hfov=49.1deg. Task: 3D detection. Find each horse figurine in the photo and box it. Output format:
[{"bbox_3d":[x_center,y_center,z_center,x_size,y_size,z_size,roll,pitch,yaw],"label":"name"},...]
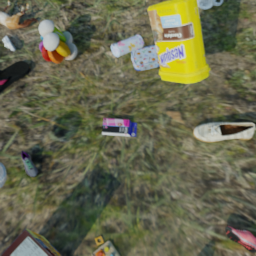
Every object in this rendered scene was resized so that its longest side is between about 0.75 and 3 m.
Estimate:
[{"bbox_3d":[-5.728,-5.352,13.437,2.523,0.630,1.672,19,75,4],"label":"horse figurine"}]

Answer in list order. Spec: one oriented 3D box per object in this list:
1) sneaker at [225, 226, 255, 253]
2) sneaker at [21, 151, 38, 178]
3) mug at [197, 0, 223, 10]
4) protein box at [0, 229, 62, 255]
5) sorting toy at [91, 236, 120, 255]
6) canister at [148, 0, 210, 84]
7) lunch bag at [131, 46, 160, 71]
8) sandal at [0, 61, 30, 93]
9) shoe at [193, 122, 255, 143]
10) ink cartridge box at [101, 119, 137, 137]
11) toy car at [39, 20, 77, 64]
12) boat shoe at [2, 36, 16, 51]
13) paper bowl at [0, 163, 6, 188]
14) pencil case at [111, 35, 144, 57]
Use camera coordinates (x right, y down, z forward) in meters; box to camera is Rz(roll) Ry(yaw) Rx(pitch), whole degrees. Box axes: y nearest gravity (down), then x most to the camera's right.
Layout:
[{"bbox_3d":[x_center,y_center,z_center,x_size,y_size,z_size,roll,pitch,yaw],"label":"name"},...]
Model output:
[{"bbox_3d":[3.646,3.462,8.950,1.154,0.425,0.500,34,54,12],"label":"sneaker"},{"bbox_3d":[-3.586,1.305,10.016,0.381,0.448,1.023,-31,66,-15],"label":"sneaker"},{"bbox_3d":[4.035,-6.614,13.945,1.558,1.151,1.366,12,68,-16],"label":"mug"},{"bbox_3d":[-2.865,4.026,7.804,1.198,1.763,1.775,36,68,18],"label":"protein box"},{"bbox_3d":[-0.696,3.987,8.735,0.704,0.170,1.250,-34,67,-17],"label":"sorting toy"},{"bbox_3d":[1.597,-2.785,9.014,1.045,2.415,1.794,-29,28,-25],"label":"canister"},{"bbox_3d":[0.826,-3.104,12.360,1.337,0.505,1.071,-13,60,-6],"label":"lunch bag"},{"bbox_3d":[-5.474,-2.025,11.683,1.083,0.650,2.884,40,69,19],"label":"sandal"},{"bbox_3d":[3.621,0.078,10.576,2.303,0.615,0.805,-2,62,-1],"label":"shoe"},{"bbox_3d":[-0.333,-0.008,10.857,1.328,0.246,0.629,5,62,0],"label":"ink cartridge box"},{"bbox_3d":[-3.247,-3.615,12.250,1.376,1.606,1.836,-36,62,23],"label":"toy car"},{"bbox_3d":[-5.476,-3.784,12.842,0.345,0.380,1.033,-36,58,0],"label":"boat shoe"},{"bbox_3d":[-4.075,1.358,8.136,0.977,0.508,0.977,10,52,-12],"label":"paper bowl"},{"bbox_3d":[-0.024,-2.347,8.020,0.952,0.396,0.432,-27,35,-23],"label":"pencil case"}]
